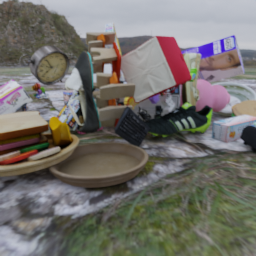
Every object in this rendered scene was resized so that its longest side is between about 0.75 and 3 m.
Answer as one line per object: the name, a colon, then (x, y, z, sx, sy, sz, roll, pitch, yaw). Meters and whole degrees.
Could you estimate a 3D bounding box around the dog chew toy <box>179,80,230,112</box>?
dog chew toy: (2.709, -1.215, 11.383, 2.780, 1.731, 1.731, 2, 16, 2)

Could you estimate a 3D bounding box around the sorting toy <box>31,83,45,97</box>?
sorting toy: (-5.432, -2.198, 16.784, 0.509, 0.744, 1.239, -12, 38, -36)

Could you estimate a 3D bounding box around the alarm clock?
alarm clock: (-3.931, -3.013, 13.196, 0.890, 1.803, 2.673, 42, 22, 25)

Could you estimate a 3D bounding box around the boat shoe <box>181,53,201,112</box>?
boat shoe: (2.317, -1.543, 10.049, 0.729, 2.317, 0.845, -2, -9, 0)

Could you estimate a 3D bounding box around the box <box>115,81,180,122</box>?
box: (0.528, -0.853, 10.231, 2.668, 1.556, 0.802, 2, 43, 9)

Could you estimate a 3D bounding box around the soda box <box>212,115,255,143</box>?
soda box: (3.603, -0.003, 9.305, 1.801, 0.572, 0.616, -10, 19, -34)

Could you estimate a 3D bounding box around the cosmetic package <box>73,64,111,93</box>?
cosmetic package: (-1.547, -1.870, 12.094, 1.300, 2.417, 1.025, 22, -35, -20)

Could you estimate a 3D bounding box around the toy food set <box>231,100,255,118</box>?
toy food set: (4.929, -0.555, 10.855, 1.758, 0.428, 1.741, 4, 33, 14)

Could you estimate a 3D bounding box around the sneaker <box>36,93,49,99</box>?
sneaker: (-5.013, -1.882, 16.384, 0.751, 0.331, 0.283, -4, 18, -10)

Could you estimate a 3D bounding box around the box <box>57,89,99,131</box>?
box: (-1.818, -0.733, 9.793, 1.215, 0.354, 1.774, 3, 57, 51)

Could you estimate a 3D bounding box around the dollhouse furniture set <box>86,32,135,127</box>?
dollhouse furniture set: (-0.389, -1.158, 7.856, 1.254, 2.408, 2.434, -6, 49, -13)

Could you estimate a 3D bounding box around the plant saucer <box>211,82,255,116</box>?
plant saucer: (4.470, -1.188, 12.560, 2.382, 0.598, 2.382, -5, 41, 4)

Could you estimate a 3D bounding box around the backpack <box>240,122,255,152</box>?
backpack: (4.135, 0.230, 8.039, 1.318, 1.014, 1.076, 12, 17, -11)

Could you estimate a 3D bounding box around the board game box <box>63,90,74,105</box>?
board game box: (-2.401, -1.144, 12.493, 0.493, 1.018, 0.812, 14, 21, 42)

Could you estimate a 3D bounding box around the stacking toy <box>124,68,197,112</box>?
stacking toy: (1.086, -1.339, 9.170, 1.649, 0.514, 2.186, 7, 45, 43)

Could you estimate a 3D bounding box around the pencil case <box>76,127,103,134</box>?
pencil case: (-1.320, -0.074, 9.778, 0.432, 0.446, 0.952, 9, 17, 43)

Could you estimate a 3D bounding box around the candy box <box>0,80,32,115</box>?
candy box: (-5.151, -1.149, 11.644, 1.760, 0.787, 2.581, -38, 29, -16)

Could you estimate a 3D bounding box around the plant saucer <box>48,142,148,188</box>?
plant saucer: (-0.686, 0.832, 6.633, 2.335, 0.344, 2.335, -3, 14, 1)

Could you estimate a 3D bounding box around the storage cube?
storage cube: (0.771, -1.628, 7.828, 1.333, 1.560, 1.402, -21, 4, 32)

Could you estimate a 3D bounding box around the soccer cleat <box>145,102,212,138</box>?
soccer cleat: (1.624, -0.303, 9.145, 2.578, 1.045, 0.870, -5, 28, -26)

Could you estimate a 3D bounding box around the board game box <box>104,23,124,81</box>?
board game box: (-0.496, -2.749, 10.570, 0.332, 1.939, 1.303, -9, 44, 8)

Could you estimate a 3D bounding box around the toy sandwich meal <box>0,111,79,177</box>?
toy sandwich meal: (-2.537, 0.244, 6.792, 2.837, 0.972, 2.837, -6, 14, 2)

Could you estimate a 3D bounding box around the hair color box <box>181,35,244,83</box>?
hair color box: (3.254, -2.651, 11.712, 2.727, 1.491, 0.884, -13, 52, 27)

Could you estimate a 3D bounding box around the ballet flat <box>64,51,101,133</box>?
ballet flat: (-1.169, -0.848, 7.052, 0.713, 2.084, 0.709, -13, 11, -26)

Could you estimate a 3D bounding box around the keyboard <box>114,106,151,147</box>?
keyboard: (0.291, -0.036, 7.367, 0.378, 0.992, 1.907, 23, -5, 23)

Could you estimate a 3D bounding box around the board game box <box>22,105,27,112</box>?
board game box: (-4.696, -1.022, 12.684, 0.177, 0.694, 1.024, -6, 18, -17)
